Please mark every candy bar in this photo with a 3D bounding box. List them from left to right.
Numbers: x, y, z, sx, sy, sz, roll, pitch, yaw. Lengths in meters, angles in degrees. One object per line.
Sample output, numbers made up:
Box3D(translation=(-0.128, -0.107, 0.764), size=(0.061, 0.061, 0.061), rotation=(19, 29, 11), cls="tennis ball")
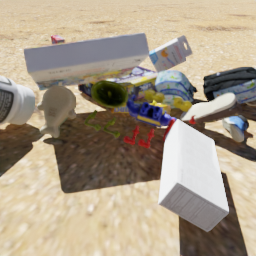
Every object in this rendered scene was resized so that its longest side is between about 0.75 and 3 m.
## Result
Box3D(translation=(0.304, -0.499, 7.471), size=(1.642, 0.409, 0.182), rotation=(8, 24, 13), cls="candy bar")

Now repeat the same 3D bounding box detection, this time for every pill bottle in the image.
Box3D(translation=(-3.268, -0.694, 6.356), size=(1.151, 1.151, 2.022), rotation=(26, 7, 38), cls="pill bottle")

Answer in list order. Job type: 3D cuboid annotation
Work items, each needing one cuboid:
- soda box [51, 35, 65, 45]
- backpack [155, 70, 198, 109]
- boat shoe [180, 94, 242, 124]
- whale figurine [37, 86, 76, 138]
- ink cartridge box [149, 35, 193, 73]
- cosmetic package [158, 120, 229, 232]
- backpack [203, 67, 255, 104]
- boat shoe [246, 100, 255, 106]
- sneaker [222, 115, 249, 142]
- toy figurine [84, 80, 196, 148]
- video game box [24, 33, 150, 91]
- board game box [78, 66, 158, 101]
Box3D(translation=(-3.584, -4.413, 14.298), size=(0.402, 0.444, 1.267), rotation=(-14, 33, -23), cls="soda box")
Box3D(translation=(1.240, -1.029, 7.625), size=(0.952, 1.040, 0.764), rotation=(-3, 58, 36), cls="backpack")
Box3D(translation=(1.936, -0.345, 6.694), size=(1.540, 0.458, 0.553), rotation=(-21, 34, 46), cls="boat shoe")
Box3D(translation=(-1.675, -0.380, 6.679), size=(0.967, 1.215, 0.631), rotation=(13, -5, 6), cls="whale figurine")
Box3D(translation=(1.317, -2.253, 8.615), size=(1.193, 0.687, 0.405), rotation=(-23, 22, 21), cls="ink cartridge box")
Box3D(translation=(1.047, 0.658, 4.742), size=(0.862, 0.529, 2.089), rotation=(32, 27, -5), cls="cosmetic package")
Box3D(translation=(3.044, -1.209, 8.058), size=(1.494, 1.148, 1.219), rotation=(-26, 25, 28), cls="backpack")
Box3D(translation=(3.657, -0.947, 8.392), size=(0.334, 0.276, 0.928), rotation=(2, 30, 4), cls="boat shoe")
Box3D(translation=(2.674, -0.015, 6.661), size=(0.539, 0.372, 0.969), rotation=(-10, 24, -1), cls="sneaker")
Box3D(translation=(0.303, -0.217, 6.672), size=(2.381, 1.256, 1.426), rotation=(16, -1, 6), cls="toy figurine")
Box3D(translation=(-1.023, -1.536, 6.844), size=(2.573, 0.602, 2.344), rotation=(-12, -1, -13), cls="video game box")
Box3D(translation=(-0.229, -1.434, 8.913), size=(2.146, 0.609, 1.774), rotation=(-23, 39, -36), cls="board game box")
